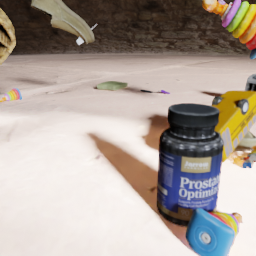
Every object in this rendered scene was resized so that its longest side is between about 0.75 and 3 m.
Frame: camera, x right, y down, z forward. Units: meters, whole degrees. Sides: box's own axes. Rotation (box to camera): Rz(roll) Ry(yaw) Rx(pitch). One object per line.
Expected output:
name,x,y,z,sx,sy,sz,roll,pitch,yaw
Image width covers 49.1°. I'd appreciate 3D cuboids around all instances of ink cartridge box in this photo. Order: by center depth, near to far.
ink cartridge box,-1.765,-4.136,12.383,1.011,0.288,0.821,-25,27,20

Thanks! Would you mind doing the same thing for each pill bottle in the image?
pill bottle,0.887,0.502,4.079,0.906,1.620,0.906,0,18,0

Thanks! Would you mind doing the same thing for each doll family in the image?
doll family,2.840,0.591,5.711,0.999,0.450,0.620,11,21,30

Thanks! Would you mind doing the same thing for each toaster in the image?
toaster,5.209,-1.440,11.021,1.089,1.204,0.714,25,32,37

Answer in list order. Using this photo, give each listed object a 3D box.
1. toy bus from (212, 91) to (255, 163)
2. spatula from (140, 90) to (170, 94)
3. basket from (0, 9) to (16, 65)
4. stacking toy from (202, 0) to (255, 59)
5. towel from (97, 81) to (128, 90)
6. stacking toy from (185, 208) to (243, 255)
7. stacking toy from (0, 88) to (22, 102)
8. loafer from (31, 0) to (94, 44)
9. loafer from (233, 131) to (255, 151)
toy bus,2.056,-0.028,6.130,0.738,0.888,2.268,14,46,46
spatula,1.296,-1.737,13.370,1.438,0.148,0.406,4,18,12
basket,-3.640,-2.388,6.981,1.165,1.216,1.633,-21,-27,16
stacking toy,2.931,-2.929,7.436,2.093,1.148,1.214,29,66,2
towel,-0.791,-2.194,14.564,1.164,0.286,1.569,9,19,24
stacking toy,1.236,1.287,3.657,0.561,0.531,0.967,27,20,39
stacking toy,-4.963,-1.298,11.686,0.522,0.494,0.900,18,37,36
loafer,-2.146,-3.559,9.220,2.368,0.799,0.901,40,1,-20
loafer,2.619,0.023,7.091,0.746,0.673,1.973,-1,18,-4
